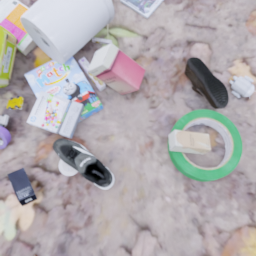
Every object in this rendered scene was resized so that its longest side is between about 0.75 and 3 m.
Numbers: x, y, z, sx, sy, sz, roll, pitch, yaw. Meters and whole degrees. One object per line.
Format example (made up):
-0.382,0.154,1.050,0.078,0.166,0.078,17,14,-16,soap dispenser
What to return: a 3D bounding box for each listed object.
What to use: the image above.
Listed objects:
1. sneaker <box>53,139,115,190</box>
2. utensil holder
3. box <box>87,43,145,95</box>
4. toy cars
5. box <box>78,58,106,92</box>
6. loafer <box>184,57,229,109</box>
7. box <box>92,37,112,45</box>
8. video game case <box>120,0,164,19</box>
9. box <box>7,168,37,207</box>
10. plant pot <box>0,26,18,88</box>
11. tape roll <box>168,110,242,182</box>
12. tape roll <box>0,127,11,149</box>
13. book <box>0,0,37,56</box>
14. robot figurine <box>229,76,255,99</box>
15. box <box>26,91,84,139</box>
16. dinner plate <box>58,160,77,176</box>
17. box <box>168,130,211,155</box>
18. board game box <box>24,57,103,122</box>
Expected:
-1.473,1.091,9.187,2.476,1.120,0.823,37,77,7,sneaker
-2.104,-3.836,9.856,2.165,2.165,2.548,39,77,11,utensil holder
-0.396,-2.005,9.811,1.645,1.051,0.896,31,69,-31,box
-4.184,-0.517,9.926,1.688,0.374,0.757,-45,51,15,toy cars
-1.365,-2.032,10.639,0.303,0.283,1.463,-34,76,-10,box
2.814,-1.542,10.226,0.829,0.811,2.272,-14,64,-25,loafer
-1.047,-3.444,11.136,0.777,0.150,0.161,9,74,3,box
0.612,-5.385,11.713,1.431,0.167,1.301,36,76,10,video game case
-3.389,1.918,9.014,0.537,1.032,0.940,-22,73,-22,box
-5.133,-2.514,9.404,2.200,2.412,2.424,12,96,-11,plant pot
2.624,0.600,9.672,2.451,0.589,2.451,1,72,-2,tape roll
-4.493,0.333,9.654,0.779,0.779,0.331,9,35,3,tape roll
-4.461,-4.134,11.165,2.351,0.565,1.570,38,79,11,book
4.221,-1.516,10.340,0.977,0.552,0.828,41,117,11,robot figurine
-2.487,-0.461,9.665,1.591,0.328,1.241,19,76,7,box
-2.050,1.294,9.747,0.755,0.091,0.755,0,75,1,dinner plate
1.991,0.475,9.137,1.262,0.491,0.599,6,65,-17,box
-2.380,-1.334,10.334,1.923,0.465,2.542,-30,75,-8,board game box
